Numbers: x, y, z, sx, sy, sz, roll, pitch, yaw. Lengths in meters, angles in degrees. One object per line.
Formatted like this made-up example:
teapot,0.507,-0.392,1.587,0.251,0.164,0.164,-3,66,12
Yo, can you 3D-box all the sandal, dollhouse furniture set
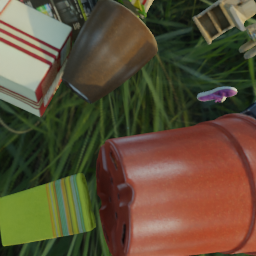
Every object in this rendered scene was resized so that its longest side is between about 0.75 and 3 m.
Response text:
sandal,2.248,-0.773,7.082,0.477,1.171,0.288,16,78,-26
dollhouse furniture set,2.426,-2.723,7.042,1.311,2.015,1.851,-31,107,24

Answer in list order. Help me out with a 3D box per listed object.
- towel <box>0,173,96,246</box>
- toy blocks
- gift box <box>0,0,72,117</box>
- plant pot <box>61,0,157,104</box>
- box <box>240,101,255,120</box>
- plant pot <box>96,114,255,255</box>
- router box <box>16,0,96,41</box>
towel,-1.476,1.439,4.791,2.072,0.187,0.892,-20,74,26
toy blocks,0.358,-3.657,7.318,0.824,1.649,1.127,33,101,12
gift box,-2.638,-1.794,6.779,2.099,2.074,2.248,24,66,-6
plant pot,-0.573,-1.500,6.193,1.711,1.711,1.830,36,83,13
box,3.210,-0.043,5.168,1.301,0.938,1.752,-40,80,5
plant pot,0.838,1.033,4.740,2.441,2.510,2.510,-2,67,-19
router box,-2.002,-3.626,7.423,2.019,2.695,0.837,-18,32,3
